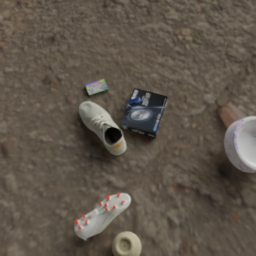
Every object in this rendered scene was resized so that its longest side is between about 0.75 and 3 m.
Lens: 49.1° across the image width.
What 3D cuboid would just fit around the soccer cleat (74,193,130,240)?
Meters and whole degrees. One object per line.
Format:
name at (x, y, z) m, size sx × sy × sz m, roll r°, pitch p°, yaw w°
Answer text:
soccer cleat at (-0.854, 3.113, 9.909) m, size 2.226 × 0.863 × 0.771 m, roll -32°, pitch 36°, yaw -8°

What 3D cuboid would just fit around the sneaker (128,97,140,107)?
sneaker at (0.319, -1.045, 11.670) m, size 0.343 × 0.881 × 0.309 m, roll 45°, pitch 72°, yaw -18°

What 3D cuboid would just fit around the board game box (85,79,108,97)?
board game box at (-1.462, -1.866, 13.011) m, size 0.926 × 0.135 × 0.623 m, roll -19°, pitch 64°, yaw -10°

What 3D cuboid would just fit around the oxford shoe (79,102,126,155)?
oxford shoe at (-1.081, -0.142, 11.699) m, size 1.102 × 0.846 × 2.930 m, roll -33°, pitch 65°, yaw -13°

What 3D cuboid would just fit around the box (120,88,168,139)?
box at (0.715, -0.679, 12.202) m, size 1.608 × 0.437 × 2.007 m, roll 17°, pitch 63°, yaw 9°

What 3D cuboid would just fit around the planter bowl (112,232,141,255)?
planter bowl at (-0.092, 3.981, 9.381) m, size 0.998 × 0.672 × 0.998 m, roll -4°, pitch 64°, yaw 7°

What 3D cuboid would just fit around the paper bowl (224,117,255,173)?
paper bowl at (4.699, 0.686, 10.889) m, size 2.099 × 1.092 × 2.099 m, roll 4°, pitch 77°, yaw -15°
